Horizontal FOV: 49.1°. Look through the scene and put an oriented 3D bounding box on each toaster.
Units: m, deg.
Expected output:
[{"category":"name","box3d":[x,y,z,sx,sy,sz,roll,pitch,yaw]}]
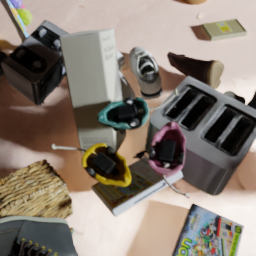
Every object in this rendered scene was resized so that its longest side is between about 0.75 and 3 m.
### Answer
[{"category":"toaster","box3d":[1.873,0.194,7.314,2.410,1.582,2.665,33,61,22]},{"category":"toaster","box3d":[-2.589,-1.881,8.485,1.264,2.130,1.926,36,69,-2]}]

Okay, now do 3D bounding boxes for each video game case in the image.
[{"category":"video game case","box3d":[0.108,1.277,6.589,1.698,1.866,0.214,-27,103,-17]}]

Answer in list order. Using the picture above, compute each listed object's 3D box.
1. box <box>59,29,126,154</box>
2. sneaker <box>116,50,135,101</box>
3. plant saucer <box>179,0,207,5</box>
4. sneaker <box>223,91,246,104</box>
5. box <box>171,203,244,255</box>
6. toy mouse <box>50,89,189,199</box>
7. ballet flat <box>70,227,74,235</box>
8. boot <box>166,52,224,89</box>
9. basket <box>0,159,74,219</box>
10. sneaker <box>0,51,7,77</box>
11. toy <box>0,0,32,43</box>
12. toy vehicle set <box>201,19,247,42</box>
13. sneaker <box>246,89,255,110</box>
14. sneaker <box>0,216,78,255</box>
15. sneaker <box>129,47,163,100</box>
[{"category":"box","box3d":[-0.786,-0.886,7.086,1.016,2.970,1.220,0,25,14]},{"category":"sneaker","box3d":[-0.329,-1.816,9.179,2.347,0.865,1.356,50,42,7]},{"category":"plant saucer","box3d":[2.916,-6.036,12.590,1.440,0.270,1.440,0,54,1]},{"category":"sneaker","box3d":[2.916,-0.778,8.019,0.863,0.458,0.323,17,68,-30]},{"category":"box","box3d":[1.565,2.953,6.058,1.278,0.403,2.322,22,57,15]},{"category":"toy mouse","box3d":[0.310,0.221,6.028,2.980,0.577,2.648,29,68,24]},{"category":"ballet flat","box3d":[-1.510,2.639,6.224,0.360,0.360,1.019,10,46,7]},{"category":"boot","box3d":[1.939,-1.837,8.579,1.823,2.192,0.793,31,96,17]},{"category":"basket","box3d":[-2.637,1.556,6.085,2.301,1.642,1.714,-31,51,-25]},{"category":"sneaker","box3d":[-4.864,-2.009,9.075,1.973,1.130,0.754,-28,22,-19]},{"category":"toy","box3d":[-3.542,-3.642,9.150,0.649,2.751,1.584,-34,66,-16]},{"category":"toy vehicle set","box3d":[3.795,-3.887,11.086,1.502,0.199,0.933,-11,55,-8]},{"category":"sneaker","box3d":[4.658,-0.411,7.864,2.563,1.361,0.959,8,56,7]},{"category":"sneaker","box3d":[-1.739,2.119,4.955,1.819,0.680,0.966,7,22,-37]},{"category":"sneaker","box3d":[0.544,-2.080,9.182,0.983,1.036,2.573,-19,47,1]}]
